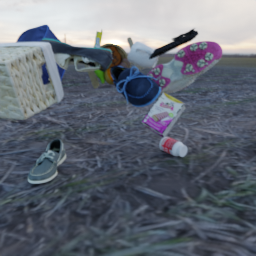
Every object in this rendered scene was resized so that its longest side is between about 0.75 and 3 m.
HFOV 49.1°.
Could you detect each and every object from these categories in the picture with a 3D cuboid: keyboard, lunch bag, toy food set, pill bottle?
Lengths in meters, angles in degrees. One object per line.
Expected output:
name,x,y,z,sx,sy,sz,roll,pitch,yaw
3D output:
keyboard,1.941,-3.402,11.268,2.220,0.229,1.410,-29,-3,-18
lunch bag,-3.883,-2.746,12.350,1.983,2.919,1.931,0,-26,31
toy food set,-0.858,-3.156,13.772,2.863,1.976,0.575,-19,13,19
pill bottle,1.723,0.738,10.632,0.569,0.569,1.014,-13,22,-35

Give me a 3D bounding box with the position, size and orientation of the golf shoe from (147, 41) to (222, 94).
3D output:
golf shoe,1.955,-1.968,9.467,2.824,1.064,1.292,-23,-19,39

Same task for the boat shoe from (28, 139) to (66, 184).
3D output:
boat shoe,-2.694,1.052,9.326,0.880,0.746,2.416,2,18,5

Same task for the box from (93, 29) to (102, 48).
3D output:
box,-1.181,-3.149,10.672,0.269,1.114,0.653,12,-13,-10

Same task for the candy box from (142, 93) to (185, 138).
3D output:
candy box,1.026,-0.377,8.094,0.756,1.109,0.338,32,-10,25

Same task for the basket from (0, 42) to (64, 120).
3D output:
basket,-3.834,-1.492,8.788,2.894,1.962,1.785,6,31,25

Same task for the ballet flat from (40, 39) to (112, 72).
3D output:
ballet flat,-1.756,-2.282,9.079,2.483,0.907,0.907,11,18,4

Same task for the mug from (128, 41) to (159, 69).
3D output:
mug,0.695,-3.171,12.202,1.150,0.968,1.312,28,-5,10

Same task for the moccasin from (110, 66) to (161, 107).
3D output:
moccasin,0.007,-1.490,9.631,1.188,1.007,2.952,-49,30,-6
